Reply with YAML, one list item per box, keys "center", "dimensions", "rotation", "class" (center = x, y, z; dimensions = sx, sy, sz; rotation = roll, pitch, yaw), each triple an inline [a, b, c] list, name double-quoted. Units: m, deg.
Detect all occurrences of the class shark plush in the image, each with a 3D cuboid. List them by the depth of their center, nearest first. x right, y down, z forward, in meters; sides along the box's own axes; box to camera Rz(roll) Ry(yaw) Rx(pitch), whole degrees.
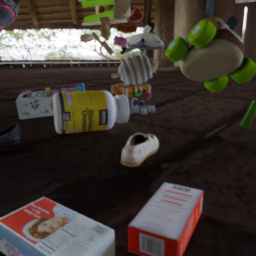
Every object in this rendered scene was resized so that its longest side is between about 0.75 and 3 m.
- center: [0.429, -3.563, 12.502]
  dimensions: [2.340, 0.975, 1.063]
  rotation: [-19, 43, 39]
  class: "shark plush"

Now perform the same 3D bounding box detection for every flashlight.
- center: [-3.626, -2.596, 7.608]
  dimensions: [0.768, 2.260, 0.765]
  rotation: [8, -28, -7]
  class: "flashlight"

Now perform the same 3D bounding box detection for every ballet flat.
- center: [-3.975, 0.312, 7.745]
  dimensions: [0.662, 0.565, 1.991]
  rotation: [15, 21, 43]
  class: "ballet flat"

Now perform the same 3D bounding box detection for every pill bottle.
- center: [-1.241, -0.557, 9.407]
  dimensions: [2.408, 1.349, 1.349]
  rotation: [-6, 17, -18]
  class: "pill bottle"

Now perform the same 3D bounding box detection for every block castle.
- center: [0.133, -1.823, 14.818]
  dimensions: [2.002, 0.939, 1.338]
  rotation: [-16, 27, -39]
  class: "block castle"

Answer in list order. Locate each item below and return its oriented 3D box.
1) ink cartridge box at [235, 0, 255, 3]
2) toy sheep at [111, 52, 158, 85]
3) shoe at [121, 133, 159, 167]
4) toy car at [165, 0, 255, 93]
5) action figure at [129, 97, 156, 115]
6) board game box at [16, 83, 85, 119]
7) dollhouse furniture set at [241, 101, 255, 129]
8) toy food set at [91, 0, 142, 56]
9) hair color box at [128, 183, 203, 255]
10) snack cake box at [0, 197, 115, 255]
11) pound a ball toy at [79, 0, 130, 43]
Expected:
- center: [4.102, -4.451, 9.002]
  dimensions: [0.318, 0.688, 1.263]
  rotation: [-32, 33, -32]
  class: "ink cartridge box"
- center: [0.238, -2.089, 10.069]
  dimensions: [1.736, 1.197, 1.197]
  rotation: [-19, 16, 2]
  class: "toy sheep"
- center: [0.366, 0.435, 7.375]
  dimensions: [0.689, 0.526, 1.972]
  rotation: [6, 16, 19]
  class: "shoe"
- center: [2.454, -2.524, 7.735]
  dimensions: [1.911, 2.326, 1.835]
  rotation: [32, -24, -21]
  class: "toy car"
- center: [0.556, -0.840, 11.936]
  dimensions: [1.153, 0.615, 1.772]
  rotation: [4, 18, -10]
  class: "action figure"
- center: [-3.179, -1.174, 11.998]
  dimensions: [2.720, 0.874, 2.006]
  rotation: [-7, 21, -10]
  class: "board game box"
- center: [5.136, 0.001, 9.251]
  dimensions: [2.484, 0.959, 1.241]
  rotation: [25, 15, 15]
  class: "dollhouse furniture set"
- center: [-0.279, -3.523, 9.705]
  dimensions: [2.115, 1.344, 0.333]
  rotation: [-48, 18, -15]
  class: "toy food set"
- center: [0.621, 1.362, 4.222]
  dimensions: [0.721, 0.435, 1.421]
  rotation: [7, 18, 27]
  class: "hair color box"
- center: [-0.982, 1.486, 3.682]
  dimensions: [1.448, 0.487, 0.833]
  rotation: [11, 21, 36]
  class: "snack cake box"
- center: [-0.976, -4.274, 11.025]
  dimensions: [1.119, 1.717, 2.634]
  rotation: [-18, 23, -32]
  class: "pound a ball toy"
